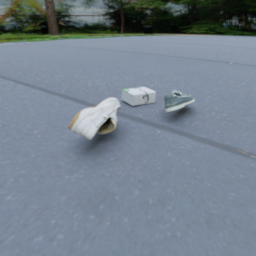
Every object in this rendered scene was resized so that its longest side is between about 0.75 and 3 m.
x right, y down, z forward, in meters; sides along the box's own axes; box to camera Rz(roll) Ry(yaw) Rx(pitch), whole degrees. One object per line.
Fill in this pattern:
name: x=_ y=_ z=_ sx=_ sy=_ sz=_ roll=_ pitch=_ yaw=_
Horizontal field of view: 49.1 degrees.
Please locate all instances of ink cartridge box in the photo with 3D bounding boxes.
ink cartridge box: x=0.496 y=-1.495 z=13.145 sx=1.321 sy=0.557 sz=0.965 roll=-12 pitch=29 yaw=-32

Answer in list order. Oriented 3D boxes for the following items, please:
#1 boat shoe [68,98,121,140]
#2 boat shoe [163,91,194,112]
boat shoe: x=-0.838 y=-0.224 z=9.285 sx=0.980 sy=1.001 sz=2.827 roll=40 pitch=29 yaw=7
boat shoe: x=2.095 y=-1.222 z=11.545 sx=0.841 sy=0.713 sz=2.309 roll=-16 pitch=6 yaw=34
